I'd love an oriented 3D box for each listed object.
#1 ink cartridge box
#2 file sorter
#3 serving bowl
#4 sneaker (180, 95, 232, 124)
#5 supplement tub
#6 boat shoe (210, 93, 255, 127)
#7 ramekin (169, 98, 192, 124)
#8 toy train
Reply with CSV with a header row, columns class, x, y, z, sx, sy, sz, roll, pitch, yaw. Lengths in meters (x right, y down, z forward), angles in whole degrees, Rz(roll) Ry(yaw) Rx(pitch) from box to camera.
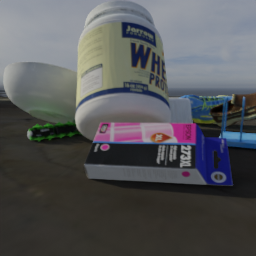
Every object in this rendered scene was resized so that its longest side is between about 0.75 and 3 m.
class,x,y,z,sx,sy,sz,roll,pitch,yaw
ink cartridge box,0.413,0.319,3.815,1.863,0.345,0.882,2,40,11
file sorter,2.780,-0.131,5.873,1.588,0.974,1.102,4,10,22
serving bowl,-1.946,-0.708,7.514,2.803,0.922,2.803,9,-14,2
sneaker,2.570,-0.612,9.237,2.587,0.980,1.359,-4,-4,24
supplement tub,-0.138,-1.091,5.754,1.825,2.517,1.825,-2,-23,-1
boat shoe,2.829,-0.552,6.993,1.770,0.655,0.654,-30,28,44
ramekin,0.954,-0.403,8.098,1.840,0.897,1.840,-1,6,0
toy train,-1.643,0.052,7.064,1.896,0.396,0.535,-8,1,-45
